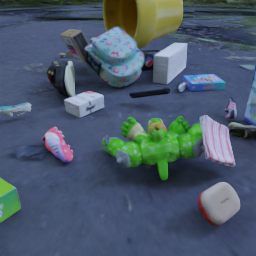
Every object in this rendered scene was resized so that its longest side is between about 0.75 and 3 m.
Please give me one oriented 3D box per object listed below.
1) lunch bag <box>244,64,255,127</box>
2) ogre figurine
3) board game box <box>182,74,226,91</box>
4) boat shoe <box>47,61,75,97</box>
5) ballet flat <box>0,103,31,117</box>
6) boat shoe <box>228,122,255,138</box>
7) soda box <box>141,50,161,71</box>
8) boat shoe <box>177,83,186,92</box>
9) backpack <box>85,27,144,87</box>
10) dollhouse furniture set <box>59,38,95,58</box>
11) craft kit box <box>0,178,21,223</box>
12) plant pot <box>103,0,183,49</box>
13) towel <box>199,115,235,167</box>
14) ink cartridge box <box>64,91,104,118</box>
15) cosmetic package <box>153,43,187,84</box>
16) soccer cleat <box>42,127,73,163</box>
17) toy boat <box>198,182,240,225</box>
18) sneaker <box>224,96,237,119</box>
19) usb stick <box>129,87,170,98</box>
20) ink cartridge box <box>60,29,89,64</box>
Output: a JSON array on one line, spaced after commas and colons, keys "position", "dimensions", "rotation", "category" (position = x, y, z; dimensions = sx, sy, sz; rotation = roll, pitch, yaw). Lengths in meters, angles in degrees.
[{"position": [4.297, -0.727, 7.175], "dimensions": [2.320, 1.973, 1.478], "rotation": [24, 35, 36], "category": "lunch bag"}, {"position": [0.677, 0.340, 6.121], "dimensions": [2.494, 1.223, 1.495], "rotation": [10, 15, -4], "category": "ogre figurine"}, {"position": [2.910, -1.767, 10.867], "dimensions": [1.347, 0.303, 1.024], "rotation": [-5, 29, -9], "category": "board game box"}, {"position": [-2.404, -1.766, 10.093], "dimensions": [0.929, 1.085, 2.965], "rotation": [-8, 25, -9], "category": "boat shoe"}, {"position": [-3.286, -0.499, 8.104], "dimensions": [0.971, 0.348, 0.348], "rotation": [-15, 32, -28], "category": "ballet flat"}, {"position": [3.123, 0.125, 7.392], "dimensions": [0.955, 0.341, 0.314], "rotation": [16, 46, 19], "category": "boat shoe"}, {"position": [0.411, -3.065, 12.793], "dimensions": [2.360, 0.747, 0.835], "rotation": [-8, 28, -15], "category": "soda box"}, {"position": [1.961, -1.546, 10.530], "dimensions": [0.250, 0.264, 0.754], "rotation": [7, 27, 25], "category": "boat shoe"}, {"position": [-0.422, -2.644, 10.645], "dimensions": [1.814, 1.538, 2.043], "rotation": [-37, 79, -25], "category": "backpack"}, {"position": [-2.608, -4.415, 15.148], "dimensions": [1.823, 0.890, 1.555], "rotation": [3, 28, 6], "category": "dollhouse furniture set"}, {"position": [-3.735, 1.414, 4.748], "dimensions": [2.583, 0.635, 2.616], "rotation": [21, 35, 29], "category": "craft kit box"}, {"position": [0.782, -5.053, 12.361], "dimensions": [2.796, 2.972, 2.972], "rotation": [-16, 32, -28], "category": "plant pot"}, {"position": [1.846, 0.284, 5.665], "dimensions": [0.180, 0.882, 1.205], "rotation": [-20, -26, 38], "category": "towel"}, {"position": [-1.379, -0.770, 8.867], "dimensions": [0.742, 0.430, 1.028], "rotation": [22, 36, 39], "category": "ink cartridge box"}, {"position": [1.840, -2.844, 12.013], "dimensions": [0.685, 1.116, 2.704], "rotation": [14, 31, 22], "category": "cosmetic package"}, {"position": [-1.709, 0.473, 6.730], "dimensions": [0.506, 0.441, 1.324], "rotation": [-40, 44, 0], "category": "soccer cleat"}, {"position": [1.501, 1.327, 4.858], "dimensions": [0.879, 0.574, 0.573], "rotation": [-16, 72, -36], "category": "toy boat"}, {"position": [3.044, -0.620, 8.388], "dimensions": [0.322, 0.275, 0.785], "rotation": [-4, 56, 14], "category": "sneaker"}, {"position": [0.675, -1.130, 8.994], "dimensions": [1.333, 0.217, 0.370], "rotation": [-3, -2, 29], "category": "usb stick"}, {"position": [-2.174, -3.532, 12.072], "dimensions": [0.584, 1.280, 1.554], "rotation": [-36, 32, -13], "category": "ink cartridge box"}]
